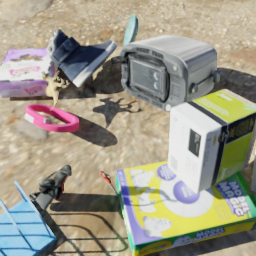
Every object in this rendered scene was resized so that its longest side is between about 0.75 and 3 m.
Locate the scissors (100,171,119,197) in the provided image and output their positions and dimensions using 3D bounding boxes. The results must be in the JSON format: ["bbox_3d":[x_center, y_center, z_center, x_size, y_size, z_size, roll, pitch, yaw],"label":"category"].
[{"bbox_3d":[-0.420,1.228,6.185,0.056,0.295,0.806,-49,35,10],"label":"scissors"}]

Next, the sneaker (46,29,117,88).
[{"bbox_3d":[-1.480,-2.582,8.957,1.716,0.903,2.375,42,51,-8],"label":"sneaker"}]

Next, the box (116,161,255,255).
[{"bbox_3d":[1.315,1.472,5.898,2.892,0.699,1.697,-9,48,-11],"label":"box"}]

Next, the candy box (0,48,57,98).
[{"bbox_3d":[-3.116,-1.760,8.796,1.531,0.653,1.825,-3,44,-3],"label":"candy box"}]

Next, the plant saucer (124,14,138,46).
[{"bbox_3d":[0.129,-3.407,9.920,0.213,1.183,1.183,11,46,-16],"label":"plant saucer"}]

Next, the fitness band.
[{"bbox_3d":[-2.001,-0.282,7.363,1.555,0.291,1.117,26,20,32],"label":"fitness band"}]

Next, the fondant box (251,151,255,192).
[{"bbox_3d":[3.375,0.040,5.891,0.728,2.498,1.802,15,47,17],"label":"fondant box"}]

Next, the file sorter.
[{"bbox_3d":[-2.464,1.996,5.180,1.699,1.042,1.179,-34,55,-26],"label":"file sorter"}]

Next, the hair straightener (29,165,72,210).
[{"bbox_3d":[-1.489,1.215,5.359,0.721,1.874,0.383,-34,83,-39],"label":"hair straightener"}]

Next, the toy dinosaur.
[{"bbox_3d":[-1.937,-1.066,7.549,0.700,0.403,1.384,-34,59,14],"label":"toy dinosaur"}]

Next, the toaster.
[{"bbox_3d":[1.095,-1.674,8.000,1.873,1.648,2.901,-26,38,-33],"label":"toaster"}]

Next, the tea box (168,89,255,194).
[{"bbox_3d":[1.654,0.230,5.523,1.449,1.473,0.984,-19,38,-23],"label":"tea box"}]
